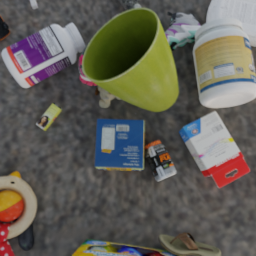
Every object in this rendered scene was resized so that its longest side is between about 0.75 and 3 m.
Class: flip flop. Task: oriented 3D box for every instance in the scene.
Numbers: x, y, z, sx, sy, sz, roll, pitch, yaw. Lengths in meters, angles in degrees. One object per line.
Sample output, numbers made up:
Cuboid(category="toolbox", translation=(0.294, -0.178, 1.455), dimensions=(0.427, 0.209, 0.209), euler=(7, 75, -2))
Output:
Cuboid(category="flip flop", translation=(1.817, 3.395, 8.241), dimensions=(1.926, 0.781, 0.554), euler=(13, 100, -1))

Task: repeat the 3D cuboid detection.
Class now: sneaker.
Cuboid(category="sneaker", translation=(-0.657, -2.763, 9.344), dimensions=(1.194, 1.106, 2.962), euler=(20, 65, 10))
Cuboid(category="sneaker", translation=(1.558, -3.505, 9.881), dimensions=(1.959, 0.762, 1.370), euler=(-19, 77, -14))

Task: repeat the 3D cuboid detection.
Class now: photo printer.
Cuboid(category="photo printer", translation=(3.843, -3.903, 9.926), dimensions=(2.062, 0.716, 1.715), euler=(14, 79, 3))

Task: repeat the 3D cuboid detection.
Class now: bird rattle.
Cuboid(category="bird rattle", translation=(-3.817, 2.535, 8.172), dimensions=(2.284, 1.578, 2.802), euler=(-28, 81, -16))

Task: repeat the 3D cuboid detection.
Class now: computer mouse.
Cuboid(category="computer mouse", translation=(-3.184, 3.233, 8.575), dimensions=(0.728, 0.277, 1.051), euler=(-12, 78, -3))

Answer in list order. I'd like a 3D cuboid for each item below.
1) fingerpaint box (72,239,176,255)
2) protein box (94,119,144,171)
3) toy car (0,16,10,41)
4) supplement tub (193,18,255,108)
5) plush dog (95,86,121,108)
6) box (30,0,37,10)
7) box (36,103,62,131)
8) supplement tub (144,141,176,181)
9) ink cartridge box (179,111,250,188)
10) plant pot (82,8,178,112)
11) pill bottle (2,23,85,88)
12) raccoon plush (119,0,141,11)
Cuboid(category="fingerpaint box", translation=(0.034, 3.805, 7.361), dimensions=(2.881, 2.403, 1.057), euler=(8, 78, 2))
Cuboid(category="protein box", translation=(-0.248, 0.568, 8.790), dimensions=(1.470, 0.999, 1.480), euler=(2, 78, 0))
Cuboid(category="toy car", translation=(-5.291, -2.907, 9.450), dimensions=(0.982, 1.447, 2.950), euler=(11, 68, 35))
Cuboid(category="supplement tub", translation=(3.044, -2.011, 8.973), dimensions=(1.766, 1.766, 2.441), euler=(-4, 78, -1))
Cuboid(category="plush dog", translation=(-0.714, -1.271, 9.418), dimensions=(0.968, 0.777, 0.831), euler=(-32, 55, -7))
Cuboid(category="box", translation=(-3.583, -4.867, 10.418), dimensions=(0.193, 0.180, 0.931), euler=(-18, 78, -4))
Cuboid(category="box", translation=(-2.643, -0.374, 9.397), dimensions=(0.355, 0.237, 0.944), euler=(34, 79, 7))
Cuboid(category="supplement tub", translation=(0.980, 1.030, 8.837), dimensions=(0.711, 0.711, 1.160), euler=(-23, 79, -5))
Cuboid(category="ink cartridge box", translation=(2.701, 0.708, 8.887), dimensions=(1.236, 0.715, 2.127), euler=(-26, 79, -8))
Cuboid(category="plant pot", translation=(0.417, -1.657, 8.365), dimensions=(2.459, 2.628, 2.459), euler=(-19, 53, 27))
Cuboid(category="pill bottle", translation=(-2.716, -2.455, 9.257), dimensions=(2.492, 1.401, 1.401), euler=(-30, 79, -7))
Cuboid(category="raccoon plush", translation=(-0.190, -4.428, 10.097), dimensions=(1.617, 0.782, 1.084), euler=(11, 84, 9))
